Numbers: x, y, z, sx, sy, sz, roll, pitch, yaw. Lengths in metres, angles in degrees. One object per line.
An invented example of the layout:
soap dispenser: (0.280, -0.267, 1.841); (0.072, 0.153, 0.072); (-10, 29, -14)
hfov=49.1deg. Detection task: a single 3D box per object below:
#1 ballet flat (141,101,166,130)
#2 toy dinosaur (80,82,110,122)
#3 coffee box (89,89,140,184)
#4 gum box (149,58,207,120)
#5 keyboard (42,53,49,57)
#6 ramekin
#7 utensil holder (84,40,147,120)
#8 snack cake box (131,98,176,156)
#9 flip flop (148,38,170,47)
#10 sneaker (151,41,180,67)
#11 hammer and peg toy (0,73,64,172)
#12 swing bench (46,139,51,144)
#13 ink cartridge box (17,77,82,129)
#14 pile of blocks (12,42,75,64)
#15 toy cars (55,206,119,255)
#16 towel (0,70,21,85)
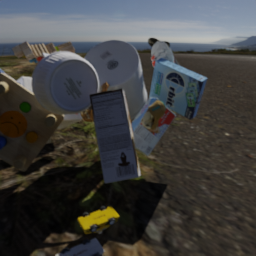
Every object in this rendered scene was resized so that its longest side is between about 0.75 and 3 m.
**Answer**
ballet flat: (0.477, -0.228, 6.293); (0.408, 1.293, 0.444); (-28, 74, -17)
toy dinosaur: (-0.877, -0.462, 9.139); (1.195, 2.251, 0.680); (-17, -16, 28)
coffee box: (-0.275, 0.222, 6.556); (0.789, 1.979, 1.132); (-11, -9, 2)
gum box: (1.901, -1.550, 11.119); (2.091, 1.776, 0.466); (32, 46, 28)
keyboard: (-2.750, -1.945, 11.307); (0.124, 2.333, 0.657); (-27, 6, 17)
ramekin: (-1.533, -1.118, 7.255); (1.709, 1.709, 0.796); (-14, 20, -32)
utensil holder: (-0.453, -1.799, 11.289); (2.290, 2.290, 2.695); (-3, -24, 6)
snack cake box: (0.585, -0.040, 7.971); (0.838, 1.457, 0.489); (38, -7, -21)
flip flop: (1.317, -3.624, 12.046); (0.972, 0.394, 0.280); (9, 16, -3)
sneaker: (1.792, -2.485, 11.912); (0.963, 2.500, 1.024); (-23, 8, 27)
hammer and peg toy: (-3.564, -0.311, 7.670); (2.950, 2.170, 1.040); (35, 7, -16)
swing bench: (-4.255, 0.380, 13.165); (0.960, 0.626, 0.965); (-11, 24, -28)
ink cartridge box: (-2.821, -0.756, 9.759); (1.435, 1.473, 2.292); (-20, -11, 41)
pile of blocks: (-3.493, -3.016, 12.163); (2.872, 1.179, 0.892); (-14, 65, -40)
toy cars: (-0.975, 2.832, 7.086); (1.010, 0.499, 2.252); (13, 28, 11)
towel: (-4.458, -1.371, 8.507); (2.232, 1.639, 0.266); (36, 28, -4)
